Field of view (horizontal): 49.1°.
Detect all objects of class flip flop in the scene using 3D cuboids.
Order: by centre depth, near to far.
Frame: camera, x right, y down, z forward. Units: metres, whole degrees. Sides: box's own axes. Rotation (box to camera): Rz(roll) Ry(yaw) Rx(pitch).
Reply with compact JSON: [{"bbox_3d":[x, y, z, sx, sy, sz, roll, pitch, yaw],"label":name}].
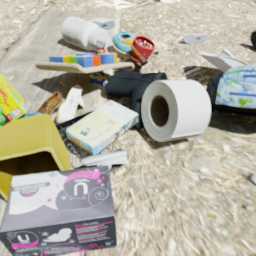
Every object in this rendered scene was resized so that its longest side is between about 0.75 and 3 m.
[{"bbox_3d":[0.226,-2.398,11.239,0.855,0.607,2.108,-4,39,-6],"label":"flip flop"}]

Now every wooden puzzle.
[{"bbox_3d":[-1.529,-2.376,10.098,2.517,0.629,2.717,12,18,39],"label":"wooden puzzle"}]

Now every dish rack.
[{"bbox_3d":[-1.055,0.466,7.801,1.618,0.575,2.109,-25,47,-25],"label":"dish rack"}]

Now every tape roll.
[{"bbox_3d":[1.304,-0.497,7.907,1.163,1.694,1.694,-7,38,-31],"label":"tape roll"}]

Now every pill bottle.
[{"bbox_3d":[-1.976,-4.328,13.074,2.172,1.242,1.242,28,47,30],"label":"pill bottle"}]

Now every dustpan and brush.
[{"bbox_3d":[4.246,-2.329,10.699,2.844,0.814,1.985,30,11,-18],"label":"dustpan and brush"}]

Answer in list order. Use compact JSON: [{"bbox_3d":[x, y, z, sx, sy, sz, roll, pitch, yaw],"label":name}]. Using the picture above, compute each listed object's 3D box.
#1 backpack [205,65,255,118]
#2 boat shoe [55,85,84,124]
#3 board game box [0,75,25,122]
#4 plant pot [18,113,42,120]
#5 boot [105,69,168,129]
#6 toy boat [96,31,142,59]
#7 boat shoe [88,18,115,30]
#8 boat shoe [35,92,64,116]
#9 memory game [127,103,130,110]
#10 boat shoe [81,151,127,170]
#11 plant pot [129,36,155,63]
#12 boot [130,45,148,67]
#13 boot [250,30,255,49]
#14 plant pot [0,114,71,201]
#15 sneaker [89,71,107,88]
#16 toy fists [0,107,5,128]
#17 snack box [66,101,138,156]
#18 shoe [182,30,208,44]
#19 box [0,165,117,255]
[{"bbox_3d":[3.864,-1.040,8.159,2.540,1.953,2.072,26,14,35],"label":"backpack"},{"bbox_3d":[-1.760,-0.717,9.229,0.670,0.684,1.932,19,42,-3],"label":"boat shoe"},{"bbox_3d":[-3.519,-0.914,8.121,0.466,0.994,1.958,-38,27,-7],"label":"board game box"},{"bbox_3d":[-2.701,0.116,7.905,0.958,0.976,0.956,-4,39,-5],"label":"plant pot"},{"bbox_3d":[0.036,-1.049,9.444,1.969,0.895,2.344,9,57,33],"label":"boot"},{"bbox_3d":[-0.414,-3.681,12.444,2.130,0.990,1.790,-20,50,-20],"label":"toy boat"},{"bbox_3d":[-1.622,-5.676,15.198,1.747,0.645,0.745,-19,43,-25],"label":"boat shoe"},{"bbox_3d":[-2.576,-0.672,8.872,0.461,0.433,1.282,26,58,20],"label":"boat shoe"},{"bbox_3d":[0.525,-0.674,9.574,1.101,0.070,1.101,1,40,0],"label":"memory game"},{"bbox_3d":[-0.563,0.914,6.994,1.206,0.514,0.446,-8,2,-30],"label":"boat shoe"},{"bbox_3d":[0.533,-3.117,11.294,0.915,0.833,0.915,14,42,-13],"label":"plant pot"},{"bbox_3d":[0.367,-2.704,10.583,0.837,0.287,0.788,49,12,3],"label":"boot"},{"bbox_3d":[7.427,-4.149,13.126,2.681,0.880,2.210,-25,54,-22],"label":"boot"},{"bbox_3d":[-2.265,0.580,6.650,1.585,1.574,1.621,-13,43,1],"label":"plant pot"},{"bbox_3d":[-1.144,-1.786,10.690,0.646,0.452,1.118,-17,39,-9],"label":"sneaker"},{"bbox_3d":[-3.747,0.297,6.920,1.051,2.061,0.709,26,0,3],"label":"toy fists"},{"bbox_3d":[-0.686,-0.056,7.780,1.050,0.335,1.807,29,48,29],"label":"snack box"},{"bbox_3d":[3.236,-4.577,14.013,1.396,0.499,0.635,-9,39,-19],"label":"shoe"},{"bbox_3d":[-1.320,1.705,5.802,2.056,1.180,1.359,-5,40,-6],"label":"box"}]
